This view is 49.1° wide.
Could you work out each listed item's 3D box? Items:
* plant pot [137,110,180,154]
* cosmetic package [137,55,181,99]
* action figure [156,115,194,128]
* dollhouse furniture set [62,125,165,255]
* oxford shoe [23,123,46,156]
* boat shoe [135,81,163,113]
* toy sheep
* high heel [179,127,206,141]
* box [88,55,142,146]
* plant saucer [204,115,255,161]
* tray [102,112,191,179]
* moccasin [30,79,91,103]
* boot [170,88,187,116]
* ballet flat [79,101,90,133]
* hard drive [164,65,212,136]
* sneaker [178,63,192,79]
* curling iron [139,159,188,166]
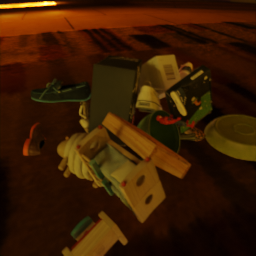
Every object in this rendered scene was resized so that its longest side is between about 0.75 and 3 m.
[{"bbox_3d":[0.886,0.337,9.972,1.150,1.717,1.717,-19,15,42],"label":"plant pot"},{"bbox_3d":[0.875,-1.865,11.959,1.032,1.469,2.897,-14,-2,-34],"label":"cosmetic package"},{"bbox_3d":[1.588,-0.241,9.668,1.532,0.396,0.501,4,9,-32],"label":"action figure"},{"bbox_3d":[-0.754,1.658,6.620,2.598,1.820,1.831,-43,50,-20],"label":"dollhouse furniture set"},{"bbox_3d":[-3.132,0.408,9.726,0.594,0.583,1.637,8,37,-7],"label":"oxford shoe"},{"bbox_3d":[0.777,-1.161,10.426,0.959,1.106,2.595,7,-1,14],"label":"boat shoe"},{"bbox_3d":[-1.209,0.956,9.009,2.397,1.652,1.652,18,36,14],"label":"toy sheep"},{"bbox_3d":[2.610,-0.082,11.465,1.102,0.552,1.546,1,48,13],"label":"high heel"},{"bbox_3d":[-0.432,-1.110,10.425,1.422,2.731,2.487,10,23,5],"label":"box"},{"bbox_3d":[4.590,0.208,11.185,2.980,0.463,2.980,-1,32,0],"label":"plant saucer"},{"bbox_3d":[0.394,0.382,7.642,1.306,0.490,2.649,30,3,-34],"label":"tray"},{"bbox_3d":[-3.373,-1.956,14.063,2.990,1.019,1.203,-4,33,-6],"label":"moccasin"},{"bbox_3d":[1.736,-0.844,8.984,0.394,0.872,0.317,-32,10,-13],"label":"boot"},{"bbox_3d":[-1.684,-0.419,10.857,0.463,1.364,0.513,-21,-22,29],"label":"ballet flat"},{"bbox_3d":[2.287,-0.940,10.281,1.709,2.446,0.463,-36,53,-6],"label":"hard drive"},{"bbox_3d":[2.381,-2.273,12.277,0.653,1.666,0.661,27,73,-6],"label":"sneaker"},{"bbox_3d":[1.023,1.190,9.658,2.052,0.262,0.509,-2,3,19],"label":"curling iron"}]
